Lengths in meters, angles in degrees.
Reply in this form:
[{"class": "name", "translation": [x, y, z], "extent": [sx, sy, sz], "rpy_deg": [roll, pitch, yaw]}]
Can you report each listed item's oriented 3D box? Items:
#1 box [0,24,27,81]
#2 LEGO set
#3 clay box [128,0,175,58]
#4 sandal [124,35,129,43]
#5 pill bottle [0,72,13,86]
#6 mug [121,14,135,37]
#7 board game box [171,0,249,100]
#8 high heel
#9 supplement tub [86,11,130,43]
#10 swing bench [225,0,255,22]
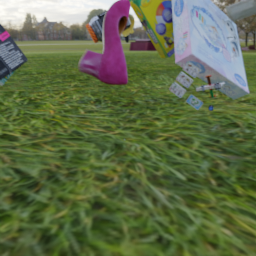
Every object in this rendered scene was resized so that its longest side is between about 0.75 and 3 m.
[{"class": "box", "translation": [-3.804, -2.074, 6.512], "extent": [1.457, 2.384, 1.264], "rpy_deg": [-29, 22, 13]}, {"class": "LEGO set", "translation": [1.711, -0.949, 6.787], "extent": [1.171, 0.875, 0.287], "rpy_deg": [37, 35, 8]}, {"class": "clay box", "translation": [1.045, -3.536, 8.703], "extent": [1.344, 2.339, 0.557], "rpy_deg": [-41, 23, -11]}, {"class": "sandal", "translation": [-0.194, -4.214, 11.846], "extent": [0.277, 1.229, 0.462], "rpy_deg": [-3, 9, 18]}, {"class": "pill bottle", "translation": [-3.857, -1.704, 8.388], "extent": [0.653, 1.178, 0.653], "rpy_deg": [39, -2, 2]}, {"class": "mug", "translation": [-0.276, -3.356, 9.035], "extent": [0.718, 0.897, 0.736], "rpy_deg": [-39, 57, -17]}, {"class": "board game box", "translation": [2.394, -2.522, 8.190], "extent": [2.727, 2.714, 0.591], "rpy_deg": [21, -32, -36]}, {"class": "high heel", "translation": [-0.086, -1.270, 4.050], "extent": [0.723, 0.508, 1.507], "rpy_deg": [20, 60, 10]}, {"class": "supplement tub", "translation": [-0.534, -2.713, 7.383], "extent": [1.072, 0.657, 0.657], "rpy_deg": [-28, 22, -1]}, {"class": "swing bench", "translation": [3.435, -3.473, 8.004], "extent": [0.893, 0.583, 0.898], "rpy_deg": [-2, 33, 48]}]
